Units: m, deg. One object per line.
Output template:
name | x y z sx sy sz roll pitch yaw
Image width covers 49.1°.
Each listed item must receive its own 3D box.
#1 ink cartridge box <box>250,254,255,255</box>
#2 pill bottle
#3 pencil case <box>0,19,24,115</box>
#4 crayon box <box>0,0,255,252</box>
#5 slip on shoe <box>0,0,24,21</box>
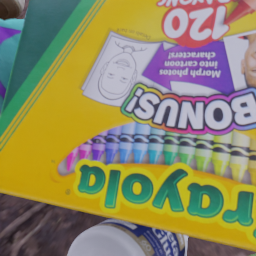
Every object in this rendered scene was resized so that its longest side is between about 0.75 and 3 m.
ink cartridge box | 1.127 1.234 2.112 0.960 0.285 0.498 -11 88 -6
pill bottle | 0.126 1.236 2.850 0.810 0.810 1.458 27 10 25
pencil case | -0.391 -0.799 3.203 2.554 1.087 1.180 -17 68 -31
crayon box | 0.360 -0.106 1.592 2.190 0.638 1.301 5 79 21
slip on shoe | -3.057 -2.055 4.802 2.520 0.958 0.763 5 66 3
